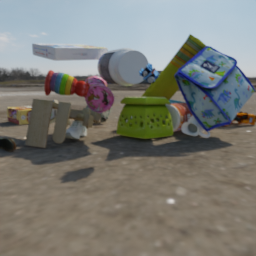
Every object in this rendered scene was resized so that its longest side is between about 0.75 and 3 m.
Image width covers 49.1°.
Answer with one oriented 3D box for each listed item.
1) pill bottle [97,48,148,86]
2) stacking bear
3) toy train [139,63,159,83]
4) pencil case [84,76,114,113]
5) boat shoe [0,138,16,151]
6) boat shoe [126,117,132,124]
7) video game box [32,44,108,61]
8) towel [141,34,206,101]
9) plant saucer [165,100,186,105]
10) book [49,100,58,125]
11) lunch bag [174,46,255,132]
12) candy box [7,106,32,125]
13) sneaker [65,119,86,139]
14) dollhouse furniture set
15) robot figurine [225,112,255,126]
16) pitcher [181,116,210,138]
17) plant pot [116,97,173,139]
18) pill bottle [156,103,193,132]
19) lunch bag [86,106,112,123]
[{"bbox_3d":[-0.195,-1.994,9.234,1.199,1.199,2.108,-4,13,-20],"label":"pill bottle"},{"bbox_3d":[-1.797,-1.259,8.383,1.240,0.753,0.705,13,-14,-6],"label":"stacking bear"},{"bbox_3d":[0.535,-1.350,6.995,0.338,0.445,0.779,-37,10,21],"label":"toy train"},{"bbox_3d":[-1.067,-1.202,9.703,0.987,0.945,2.282,9,15,-13],"label":"pencil case"},{"bbox_3d":[-3.205,0.412,7.527,0.902,0.341,0.333,10,11,43],"label":"boat shoe"},{"bbox_3d":[0.347,-0.698,10.649,0.677,0.781,1.833,29,42,21],"label":"boat shoe"},{"bbox_3d":[-2.133,-2.796,10.266,2.110,0.494,1.922,-12,22,-37],"label":"video game box"},{"bbox_3d":[1.564,-1.826,9.897,1.283,2.982,0.269,17,31,-44],"label":"towel"},{"bbox_3d":[2.511,-0.925,13.088,2.869,0.272,1.003,15,33,31],"label":"plant saucer"},{"bbox_3d":[-2.532,-0.423,8.820,0.932,0.622,0.224,-25,-25,33],"label":"book"},{"bbox_3d":[2.715,-1.361,9.008,1.887,2.220,1.414,-42,5,-30],"label":"lunch bag"},{"bbox_3d":[-4.080,-0.646,12.823,2.405,0.679,1.403,-11,15,-41],"label":"candy box"},{"bbox_3d":[-1.668,0.012,8.806,0.526,0.600,1.496,10,8,5],"label":"sneaker"},{"bbox_3d":[-1.851,0.023,8.370,1.530,1.311,1.609,7,-6,13],"label":"dollhouse furniture set"},{"bbox_3d":[4.346,-0.389,11.701,1.824,0.531,1.323,-2,10,-17],"label":"robot figurine"},{"bbox_3d":[2.429,-0.031,9.493,0.937,0.662,1.092,30,32,21],"label":"pitcher"},{"bbox_3d":[0.559,-0.386,9.206,1.404,1.274,1.397,-4,7,-43],"label":"plant pot"},{"bbox_3d":[1.903,-0.426,10.423,1.009,1.009,1.799,8,13,40],"label":"pill bottle"},{"bbox_3d":[-1.281,-0.706,12.236,1.099,0.646,0.901,9,53,15],"label":"lunch bag"}]
